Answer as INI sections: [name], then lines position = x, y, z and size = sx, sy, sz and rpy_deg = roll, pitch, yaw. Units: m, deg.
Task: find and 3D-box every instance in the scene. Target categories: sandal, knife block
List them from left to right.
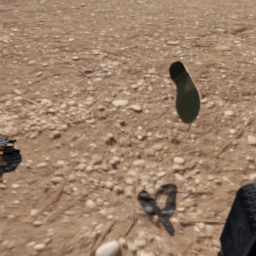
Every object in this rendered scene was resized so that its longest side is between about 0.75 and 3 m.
[knife block]
position = -4.953, 1.033, 10.231
size = 1.973, 1.732, 0.631
rpy_deg = -43, 34, 19
[sandal]
position = 2.190, -1.221, 10.096
size = 0.951, 0.853, 2.594
rpy_deg = -28, 57, 30

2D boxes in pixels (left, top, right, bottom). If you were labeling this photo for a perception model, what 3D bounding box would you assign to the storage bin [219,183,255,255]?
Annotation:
[storage bin]
position = 3.352, 2.589, 6.541
size = 1.774, 2.624, 1.230
rpy_deg = 1, 39, 1
